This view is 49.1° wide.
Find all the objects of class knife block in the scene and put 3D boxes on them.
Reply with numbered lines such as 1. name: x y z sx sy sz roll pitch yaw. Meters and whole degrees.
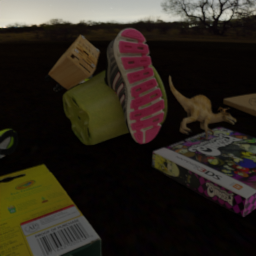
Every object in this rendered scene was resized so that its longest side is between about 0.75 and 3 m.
1. knife block: -1.897 -1.668 8.599 0.798 2.190 2.495 38 23 -22

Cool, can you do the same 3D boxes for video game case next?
1. video game case: 2.532 0.842 7.071 2.908 0.521 2.636 -16 26 -35

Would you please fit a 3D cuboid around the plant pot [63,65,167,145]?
1. plant pot: -0.566 -0.705 8.778 2.448 2.662 2.662 -27 32 -27

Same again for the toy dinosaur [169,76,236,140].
1. toy dinosaur: 1.799 -0.413 7.720 2.329 1.178 0.678 26 -9 -15

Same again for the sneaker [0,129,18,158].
1. sneaker: -3.942 0.639 7.398 0.921 0.841 2.276 -1 13 15

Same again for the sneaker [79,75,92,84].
1. sneaker: -2.843 -3.017 16.592 1.633 0.661 0.603 -15 26 -34

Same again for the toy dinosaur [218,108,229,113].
1. toy dinosaur: 3.892 -0.696 11.460 0.398 0.227 0.750 31 34 9

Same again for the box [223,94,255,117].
1. box: 5.850 -0.887 11.732 2.318 0.302 2.836 -9 24 -21

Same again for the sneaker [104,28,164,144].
1. sneaker: 0.081 -1.053 7.523 1.102 2.988 1.307 -22 19 -23

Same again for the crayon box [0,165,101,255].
1. crayon box: -1.795 1.644 4.816 1.702 0.681 2.681 -13 26 -29
